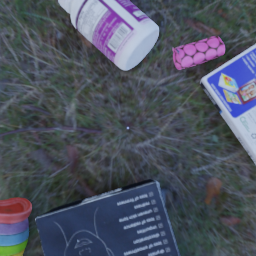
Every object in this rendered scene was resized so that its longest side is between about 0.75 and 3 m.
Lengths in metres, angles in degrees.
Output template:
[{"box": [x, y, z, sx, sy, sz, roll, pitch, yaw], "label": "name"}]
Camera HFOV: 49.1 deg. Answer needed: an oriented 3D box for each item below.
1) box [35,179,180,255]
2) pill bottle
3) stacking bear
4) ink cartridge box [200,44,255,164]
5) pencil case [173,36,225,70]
[{"box": [-0.264, 2.683, 6.011, 2.573, 1.595, 2.529, -16, 81, -3], "label": "box"}, {"box": [-0.537, -2.715, 7.004, 2.450, 1.375, 1.375, 44, 83, 7], "label": "pill bottle"}, {"box": [-2.793, 2.646, 6.241, 1.128, 1.056, 1.857, 6, 94, -43], "label": "stacking bear"}, {"box": [3.583, -0.806, 6.844, 2.609, 0.613, 2.578, -32, 78, 2], "label": "ink cartridge box"}, {"box": [1.817, -1.985, 7.284, 1.283, 0.582, 0.601, -17, 70, -6], "label": "pencil case"}]
